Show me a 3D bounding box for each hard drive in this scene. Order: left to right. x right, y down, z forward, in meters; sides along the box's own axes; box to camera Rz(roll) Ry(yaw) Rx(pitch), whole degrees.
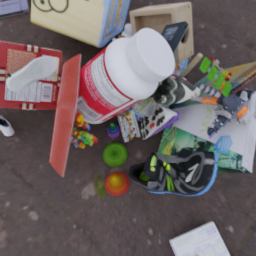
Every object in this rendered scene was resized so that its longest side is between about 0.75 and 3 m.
[{"bbox_3d":[1.073,-2.321,7.624,0.810,0.191,1.161,14,73,54],"label":"hard drive"}]

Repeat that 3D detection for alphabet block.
[{"bbox_3d":[-1.442,-4.561,9.449,2.592,2.531,2.545,23,35,5],"label":"alphabet block"}]

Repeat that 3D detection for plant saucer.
[{"bbox_3d":[-1.770,-0.404,7.787,0.470,2.559,2.563,9,40,-13],"label":"plant saucer"}]

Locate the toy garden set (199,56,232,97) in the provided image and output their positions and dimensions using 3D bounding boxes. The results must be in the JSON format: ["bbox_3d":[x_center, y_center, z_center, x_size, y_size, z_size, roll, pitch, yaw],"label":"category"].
[{"bbox_3d":[2.024,-1.242,6.465,0.920,0.184,0.767,43,51,-13],"label":"toy garden set"}]

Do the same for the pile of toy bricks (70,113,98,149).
[{"bbox_3d":[-1.202,0.240,7.785,0.664,1.346,0.747,23,62,17],"label":"pile of toy bricks"}]

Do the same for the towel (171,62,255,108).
[{"bbox_3d":[2.692,-1.277,8.568,2.096,2.858,0.310,-35,102,-12],"label":"towel"}]

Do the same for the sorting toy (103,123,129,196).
[{"bbox_3d":[-0.425,0.875,8.660,0.805,0.800,2.322,-5,68,1],"label":"sorting toy"}]

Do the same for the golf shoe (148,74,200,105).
[{"bbox_3d":[1.083,-1.285,8.610,1.134,0.994,2.574,-1,25,-23],"label":"golf shoe"}]

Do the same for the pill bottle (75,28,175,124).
[{"bbox_3d":[-0.275,-1.282,7.362,1.625,2.895,1.625,19,59,-37],"label":"pill bottle"}]

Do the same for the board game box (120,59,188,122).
[{"bbox_3d":[0.766,-1.531,9.831,1.839,0.468,2.735,23,70,9],"label":"board game box"}]

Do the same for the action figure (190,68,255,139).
[{"bbox_3d":[2.203,-0.487,6.708,1.502,0.812,1.553,36,102,19],"label":"action figure"}]

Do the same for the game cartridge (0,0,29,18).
[{"bbox_3d":[-4.944,-5.007,11.370,1.703,0.327,1.104,-15,73,-6],"label":"game cartridge"}]

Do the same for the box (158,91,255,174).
[{"bbox_3d":[2.156,0.226,7.992,0.537,2.953,2.132,33,64,-30],"label":"box"}]

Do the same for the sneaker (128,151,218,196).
[{"bbox_3d":[1.042,1.157,7.196,1.172,2.829,1.003,27,61,-30],"label":"sneaker"}]

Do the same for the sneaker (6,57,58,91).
[{"bbox_3d":[-2.431,-1.380,6.939,1.328,0.489,0.783,-35,27,-20],"label":"sneaker"}]

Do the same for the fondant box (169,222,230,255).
[{"bbox_3d":[2.119,3.720,7.646,1.325,0.535,1.837,-20,68,-8],"label":"fondant box"}]

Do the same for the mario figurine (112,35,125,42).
[{"bbox_3d":[-0.389,-2.597,9.328,0.500,0.944,0.583,21,53,-10],"label":"mario figurine"}]

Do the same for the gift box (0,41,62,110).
[{"bbox_3d":[-3.069,-1.446,8.392,2.169,2.026,2.002,6,99,-37],"label":"gift box"}]

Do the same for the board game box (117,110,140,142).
[{"bbox_3d":[0.023,-0.058,9.040,0.572,0.157,0.906,-20,100,-28],"label":"board game box"}]

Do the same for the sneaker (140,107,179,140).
[{"bbox_3d":[0.946,-0.078,8.662,0.737,1.767,0.712,5,71,-27],"label":"sneaker"}]

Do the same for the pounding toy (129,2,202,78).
[{"bbox_3d":[1.469,-2.507,8.934,2.295,2.612,1.195,11,34,35],"label":"pounding toy"}]

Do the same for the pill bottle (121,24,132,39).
[{"bbox_3d":[0.035,-3.015,9.629,0.583,0.974,0.583,7,45,-6],"label":"pill bottle"}]

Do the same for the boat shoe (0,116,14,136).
[{"bbox_3d":[-4.108,-0.163,9.076,0.418,0.398,1.161,-24,46,-31],"label":"boat shoe"}]
